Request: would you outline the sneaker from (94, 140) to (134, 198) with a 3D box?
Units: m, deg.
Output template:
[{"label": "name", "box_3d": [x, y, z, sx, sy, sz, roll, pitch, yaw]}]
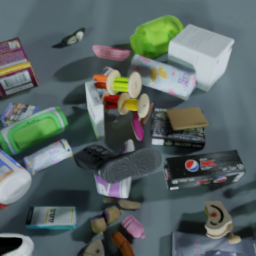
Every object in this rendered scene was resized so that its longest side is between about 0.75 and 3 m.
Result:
[{"label": "sneaker", "box_3d": [-0.486, 1.274, 9.528, 1.286, 0.818, 2.256, 0, 43, 14]}]

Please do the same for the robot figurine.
[{"label": "robot figurine", "box_3d": [1.508, -4.490, 13.834, 2.856, 1.652, 2.505, -28, 24, -21]}]

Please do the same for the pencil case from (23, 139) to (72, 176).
[{"label": "pencil case", "box_3d": [-2.778, 1.025, 9.773, 1.640, 0.682, 0.744, -26, 33, -20]}]

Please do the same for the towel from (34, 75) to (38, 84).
[{"label": "towel", "box_3d": [-4.433, -2.175, 12.906, 0.565, 0.090, 0.786, -8, 50, -8]}]

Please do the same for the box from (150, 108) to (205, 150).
[{"label": "box", "box_3d": [1.895, -0.017, 10.800, 2.018, 0.495, 1.626, 5, 51, 4]}]

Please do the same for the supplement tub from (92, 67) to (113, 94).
[{"label": "supplement tub", "box_3d": [-1.072, -2.027, 12.287, 0.828, 0.828, 1.181, 23, 53, 18]}]

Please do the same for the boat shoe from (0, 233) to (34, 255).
[{"label": "boat shoe", "box_3d": [-4.046, 3.387, 7.624, 2.730, 0.897, 0.982, -3, 50, -2]}]

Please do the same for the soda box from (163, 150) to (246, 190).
[{"label": "soda box", "box_3d": [2.490, 1.402, 9.358, 2.497, 0.791, 0.884, -5, 53, -5]}]

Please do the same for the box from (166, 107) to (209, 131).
[{"label": "box", "box_3d": [2.221, -0.364, 10.633, 1.347, 0.143, 1.101, -6, 42, -7]}]

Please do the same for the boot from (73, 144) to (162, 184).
[{"label": "boot", "box_3d": [-0.428, 0.996, 9.120, 2.057, 0.819, 2.495, -10, 7, -29]}]

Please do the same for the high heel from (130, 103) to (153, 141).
[{"label": "high heel", "box_3d": [0.622, -0.331, 10.867, 0.942, 0.660, 1.959, -16, 46, 9]}]

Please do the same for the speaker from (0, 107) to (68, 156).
[{"label": "speaker", "box_3d": [-3.497, 0.097, 10.340, 2.404, 1.063, 1.063, -28, 55, -22]}]

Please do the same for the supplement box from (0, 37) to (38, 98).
[{"label": "supplement box", "box_3d": [-5.236, -2.733, 12.477, 1.639, 1.292, 2.504, -22, 51, -14]}]

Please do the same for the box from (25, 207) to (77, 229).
[{"label": "box", "box_3d": [-2.329, 2.747, 8.530, 1.442, 0.354, 0.593, 0, 50, 0]}]

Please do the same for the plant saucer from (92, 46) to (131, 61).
[{"label": "plant saucer", "box_3d": [-0.780, -3.563, 13.378, 1.862, 0.472, 1.862, 7, 18, -2]}]

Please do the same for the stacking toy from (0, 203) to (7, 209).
[{"label": "stacking toy", "box_3d": [-4.302, 2.329, 8.888, 0.949, 0.405, 0.405, 16, 51, 8]}]

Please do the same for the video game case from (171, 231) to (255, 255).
[{"label": "video game case", "box_3d": [2.423, 3.863, 7.672, 2.487, 0.236, 1.776, 5, 50, 3]}]

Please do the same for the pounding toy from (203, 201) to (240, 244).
[{"label": "pounding toy", "box_3d": [2.624, 2.901, 8.268, 0.795, 0.797, 1.390, -16, 29, -1]}]

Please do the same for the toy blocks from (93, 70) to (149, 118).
[{"label": "toy blocks", "box_3d": [-0.645, -1.339, 10.751, 2.510, 2.092, 0.911, 9, 59, 27]}]

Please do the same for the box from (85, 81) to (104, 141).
[{"label": "box", "box_3d": [-1.224, -0.605, 10.415, 0.336, 1.847, 1.333, -13, 51, -15]}]

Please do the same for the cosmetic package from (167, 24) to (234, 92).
[{"label": "cosmetic package", "box_3d": [3.159, -3.163, 12.597, 2.209, 1.823, 1.821, 30, 56, 23]}]

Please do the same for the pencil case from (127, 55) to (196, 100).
[{"label": "pencil case", "box_3d": [1.437, -2.186, 12.179, 2.964, 1.344, 1.232, 22, 92, 19]}]

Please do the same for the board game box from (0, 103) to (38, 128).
[{"label": "board game box", "box_3d": [-4.263, -0.451, 11.127, 1.136, 0.550, 0.906, 7, 50, 6]}]

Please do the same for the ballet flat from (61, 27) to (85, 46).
[{"label": "ballet flat", "box_3d": [-2.814, -4.799, 14.924, 1.521, 0.517, 0.520, -38, 68, -16]}]

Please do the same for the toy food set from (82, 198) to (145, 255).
[{"label": "toy food set", "box_3d": [-0.392, 3.243, 8.059, 1.711, 0.424, 2.692, 6, 50, 5]}]

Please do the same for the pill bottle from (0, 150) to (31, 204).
[{"label": "pill bottle", "box_3d": [-4.307, 1.391, 9.111, 2.166, 1.214, 1.214, 30, 56, 25]}]
